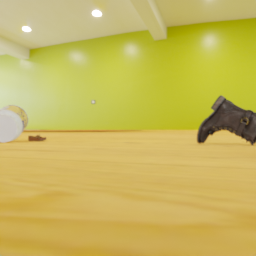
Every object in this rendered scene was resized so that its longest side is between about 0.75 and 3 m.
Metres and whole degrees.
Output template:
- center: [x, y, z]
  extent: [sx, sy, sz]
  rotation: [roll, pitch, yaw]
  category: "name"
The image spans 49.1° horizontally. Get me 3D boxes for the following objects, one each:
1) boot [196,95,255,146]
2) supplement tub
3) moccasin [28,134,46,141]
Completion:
- center: [3.367, 0.054, 9.211]
  extent: [1.748, 2.007, 0.695]
  rotation: [34, 26, 23]
  category: "boot"
- center: [-4.748, -0.177, 11.102]
  extent: [1.262, 1.262, 1.735]
  rotation: [0, 14, -9]
  category: "supplement tub"
- center: [-3.780, 0.408, 11.656]
  extent: [0.777, 0.300, 0.284]
  rotation: [0, 0, 13]
  category: "moccasin"
